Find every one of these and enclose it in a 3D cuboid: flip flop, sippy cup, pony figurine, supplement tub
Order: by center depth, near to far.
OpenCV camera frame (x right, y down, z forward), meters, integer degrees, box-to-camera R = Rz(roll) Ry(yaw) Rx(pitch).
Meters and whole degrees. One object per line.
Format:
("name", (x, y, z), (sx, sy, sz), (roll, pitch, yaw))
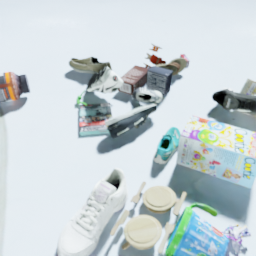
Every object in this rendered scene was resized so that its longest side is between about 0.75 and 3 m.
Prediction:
("sippy cup", (1.727, 2.814, 6.935), (1.233, 1.682, 1.321), (27, 1, 14))
("pony figurine", (2.835, 2.852, 7.402), (0.756, 0.629, 0.730), (-15, 9, -13))
("supplement tub", (-5.679, -1.759, 12.398), (2.452, 1.311, 1.311), (-12, 41, -14))
("flip flop", (2.151, -2.962, 14.119), (2.102, 0.852, 0.605), (-18, 30, -25))

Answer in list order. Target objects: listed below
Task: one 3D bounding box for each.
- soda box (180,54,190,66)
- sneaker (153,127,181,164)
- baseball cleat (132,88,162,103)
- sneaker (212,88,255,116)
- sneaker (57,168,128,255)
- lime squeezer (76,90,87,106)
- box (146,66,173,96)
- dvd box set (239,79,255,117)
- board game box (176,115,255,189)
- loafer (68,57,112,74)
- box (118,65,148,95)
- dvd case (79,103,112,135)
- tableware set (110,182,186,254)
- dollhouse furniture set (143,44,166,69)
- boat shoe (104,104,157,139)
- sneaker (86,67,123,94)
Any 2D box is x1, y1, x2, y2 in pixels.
("soda box", (3.161, -3.814, 15.695), (0.280, 0.310, 0.884), (-7, 40, -8))
("sneaker", (1.474, 0.513, 10.049), (0.716, 0.735, 1.847), (16, 41, 18))
("baseball cleat", (0.579, -1.411, 11.976), (1.005, 0.658, 1.888), (-2, 7, -37))
("sneaker", (4.507, -1.014, 11.465), (1.165, 0.856, 2.575), (-11, 26, -33))
("sneaker", (-0.946, 2.174, 7.500), (1.041, 1.385, 2.780), (23, 46, 20))
("lime squeezer", (-2.119, -1.323, 12.569), (0.472, 0.252, 1.336), (-31, 35, 11))
("box", (1.463, -2.233, 13.166), (1.047, 1.039, 0.645), (22, 42, 24))
("dvd box set", (5.461, -1.119, 11.654), (0.263, 1.308, 1.788), (2, 27, -46))
("board game box", (3.049, 0.733, 9.316), (2.514, 1.318, 1.295), (18, 42, 20))
("loafer", (-1.918, -3.312, 14.512), (2.546, 0.887, 0.957), (16, 29, 15))
("box", (0.296, -2.338, 13.624), (0.902, 0.675, 1.801), (20, 45, 23))
("dvd case", (-1.332, -0.417, 11.612), (1.375, 0.207, 1.884), (-5, 41, -7))
("tableware set", (0.667, 2.506, 7.859), (1.470, 0.446, 2.224), (11, 35, 25))
("dollhouse furniture set", (1.445, -3.554, 14.691), (0.701, 1.360, 1.345), (28, 15, 23))
("boat shoe", (0.212, -0.318, 11.087), (2.508, 0.757, 0.948), (-23, 7, -27))
("sneaker", (-1.086, -1.921, 12.599), (2.647, 1.171, 0.981), (6, 69, 65))
